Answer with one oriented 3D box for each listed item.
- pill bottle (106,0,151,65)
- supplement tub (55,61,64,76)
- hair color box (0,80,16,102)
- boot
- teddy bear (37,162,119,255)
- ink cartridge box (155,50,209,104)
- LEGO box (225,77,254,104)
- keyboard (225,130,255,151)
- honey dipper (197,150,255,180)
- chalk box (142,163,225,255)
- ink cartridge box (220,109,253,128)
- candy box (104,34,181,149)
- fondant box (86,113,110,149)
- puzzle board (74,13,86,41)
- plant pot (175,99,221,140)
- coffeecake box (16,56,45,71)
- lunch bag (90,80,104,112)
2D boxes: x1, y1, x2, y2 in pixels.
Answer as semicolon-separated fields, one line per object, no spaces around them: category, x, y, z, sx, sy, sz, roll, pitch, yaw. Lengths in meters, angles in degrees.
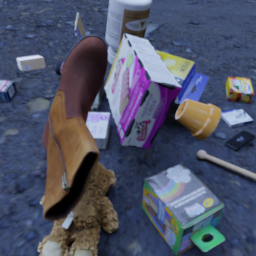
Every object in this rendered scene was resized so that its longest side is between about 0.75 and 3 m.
pill bottle;-0.073;-3.311;9.528;1.333;2.331;1.333;7;43;-6
supplement tub;-2.248;-2.433;12.106;1.745;0.933;0.933;13;41;15
hair color box;-5.557;-1.512;11.306;1.746;0.528;0.873;2;40;3
boot;-0.980;-0.249;5.215;0.996;2.739;2.909;28;16;-24
teddy bear;-1.163;2.100;6.861;1.955;0.900;2.696;-10;48;-1
ink cartridge box;1.467;-1.755;9.588;2.319;0.545;2.292;19;42;15
LEGO box;4.505;-1.549;11.393;0.902;0.467;1.211;7;40;8
keyboard;3.775;0.456;9.259;1.085;0.139;0.651;-28;41;-28
honey dipper;3.193;1.241;8.095;2.584;0.491;0.491;22;44;28
chalk box;1.339;2.018;6.558;1.206;1.200;1.939;-19;44;-23
ink cartridge box;3.892;-0.416;10.255;0.920;0.187;0.922;-12;41;-14
candy box;0.204;-1.055;7.402;0.838;1.872;2.746;10;34;-22
fondant box;-1.592;0.055;9.412;1.867;0.544;1.347;3;40;2
puzzle board;-1.415;-2.713;8.637;0.112;1.285;0.968;-8;50;7
plant pot;1.402;-0.236;5.832;0.700;0.765;0.765;28;41;-8
coffeecake box;-2.753;-1.831;7.901;0.635;0.302;0.827;-15;23;-23
lunch bag;-1.740;-1.364;10.768;1.437;1.030;1.752;4;46;2
